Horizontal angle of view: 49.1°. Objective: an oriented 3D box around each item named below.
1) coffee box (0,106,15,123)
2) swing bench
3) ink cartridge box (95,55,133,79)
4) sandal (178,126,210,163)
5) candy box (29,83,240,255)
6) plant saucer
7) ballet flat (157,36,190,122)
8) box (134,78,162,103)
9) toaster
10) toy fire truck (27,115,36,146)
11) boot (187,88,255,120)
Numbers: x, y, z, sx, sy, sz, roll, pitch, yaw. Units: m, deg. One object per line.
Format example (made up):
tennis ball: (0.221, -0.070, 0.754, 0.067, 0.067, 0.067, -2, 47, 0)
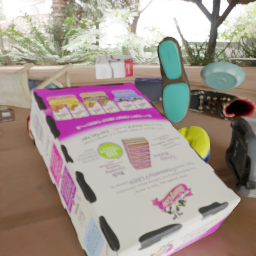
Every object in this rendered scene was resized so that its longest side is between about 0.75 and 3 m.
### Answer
coffee box: (-4.342, -0.476, 9.644, 0.556, 0.388, 0.972, -13, 20, -40)
swing bench: (-4.120, -1.704, 11.757, 2.695, 1.758, 2.710, 10, 24, 31)
ink cartridge box: (-0.601, -2.646, 12.077, 1.585, 0.661, 1.151, -3, 30, 0)
sandal: (0.757, 0.476, 5.754, 2.177, 0.865, 0.948, 5, -21, 42)
candy box: (-0.094, 0.424, 3.734, 1.732, 0.775, 2.541, -10, 45, -32)
plant saucer: (5.439, -2.877, 16.294, 2.474, 0.445, 2.474, 13, -22, 5)
ballet flat: (1.540, -1.584, 9.063, 0.943, 2.774, 0.949, 0, 27, 17)
box: (1.009, -1.833, 13.438, 1.405, 0.990, 1.898, 1, 15, 2)
toaster: (2.458, 0.508, 4.751, 1.262, 1.110, 1.954, 5, 17, 9)
toy fire truck: (-2.089, -0.127, 7.679, 1.411, 1.031, 1.603, -10, 28, -30)
boot: (3.108, -0.854, 10.170, 2.491, 0.912, 1.876, 2, 14, -13)
